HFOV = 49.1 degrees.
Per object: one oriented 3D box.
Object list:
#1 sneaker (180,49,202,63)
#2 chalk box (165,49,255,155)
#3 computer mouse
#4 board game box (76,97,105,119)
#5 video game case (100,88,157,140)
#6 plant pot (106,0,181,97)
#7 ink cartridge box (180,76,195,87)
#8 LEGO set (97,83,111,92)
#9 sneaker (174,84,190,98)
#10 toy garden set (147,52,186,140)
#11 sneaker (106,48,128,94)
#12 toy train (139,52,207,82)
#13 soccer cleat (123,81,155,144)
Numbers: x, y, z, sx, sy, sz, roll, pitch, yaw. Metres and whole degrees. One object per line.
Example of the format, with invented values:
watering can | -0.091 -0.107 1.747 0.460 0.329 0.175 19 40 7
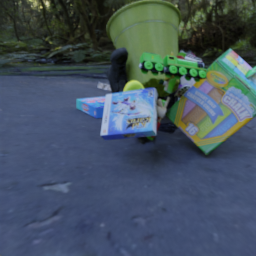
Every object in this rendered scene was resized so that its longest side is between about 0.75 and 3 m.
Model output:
sneaker | 2.070 -2.388 9.276 0.835 0.365 0.308 13 2 -4
chalk box | 2.823 -0.980 8.049 1.799 2.906 1.808 45 36 6
computer mouse | 1.104 -0.928 10.876 1.821 2.594 0.597 1 -24 14
board game box | -1.320 -1.087 14.140 1.822 0.539 2.396 -10 19 -31
video game case | 0.031 -0.324 6.539 1.266 1.148 0.288 -6 -29 19
plant pot | 0.761 -2.476 9.848 2.734 2.596 2.734 -9 -15 -2
ink cartridge box | 2.743 -1.885 12.692 2.944 0.991 1.724 34 9 -40
LEGO set | 0.066 -1.164 12.439 2.839 1.083 1.165 15 3 19
sneaker | 1.889 -1.397 10.023 0.395 0.409 0.980 3 -12 -13
toy garden set | 0.882 -0.888 7.608 0.495 2.482 2.069 21 9 3
sneaker | -0.248 -1.627 9.094 0.594 1.032 1.979 -18 -15 -22
toy train | 1.011 -1.352 6.215 1.635 0.461 0.341 5 -16 -18
soccer cleat | 0.268 -0.553 9.060 0.834 2.579 1.079 -21 46 -1
